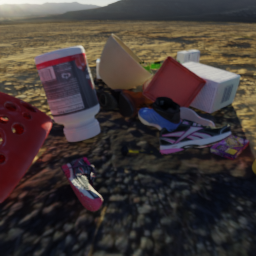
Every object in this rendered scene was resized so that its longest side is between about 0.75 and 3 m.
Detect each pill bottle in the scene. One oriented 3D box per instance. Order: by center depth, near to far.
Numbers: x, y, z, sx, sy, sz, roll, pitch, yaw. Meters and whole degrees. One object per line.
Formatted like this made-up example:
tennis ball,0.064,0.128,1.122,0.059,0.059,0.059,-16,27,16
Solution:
pill bottle,-1.893,-1.092,9.363,1.625,2.936,1.625,-13,14,3

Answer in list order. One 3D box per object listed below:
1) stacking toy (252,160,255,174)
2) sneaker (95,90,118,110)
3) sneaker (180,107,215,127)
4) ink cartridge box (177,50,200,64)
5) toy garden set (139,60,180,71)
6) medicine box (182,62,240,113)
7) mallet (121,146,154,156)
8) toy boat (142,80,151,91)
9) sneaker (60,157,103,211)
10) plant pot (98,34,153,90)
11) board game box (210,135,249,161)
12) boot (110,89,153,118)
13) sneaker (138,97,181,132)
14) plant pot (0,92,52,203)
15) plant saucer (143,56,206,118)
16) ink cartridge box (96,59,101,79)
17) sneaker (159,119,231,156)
stacking toy,5.037,1.091,7.159,2.879,1.216,2.606,1,26,2
sneaker,-1.047,-1.343,12.576,0.873,0.731,1.924,1,24,-48
sneaker,2.659,-0.384,10.716,1.498,0.529,0.743,29,26,21
ink cartridge box,3.916,-4.432,18.299,1.527,1.110,0.668,-17,31,-31
toy garden set,0.990,-3.227,14.166,2.674,0.534,2.229,-11,13,-6
medicine box,3.207,-1.918,12.543,2.627,1.352,2.393,26,31,33
mallet,0.291,0.750,9.026,1.064,0.219,0.350,1,23,-8
toy boat,1.212,-2.051,14.187,1.170,0.763,0.765,-18,1,-31
sneaker,-1.087,1.284,6.968,0.739,0.798,1.979,-30,32,-14
plant pot,-0.397,-2.998,14.135,2.838,1.906,2.838,41,17,-16
board game box,3.381,0.612,9.280,0.799,0.215,1.332,26,36,34
boot,0.753,-1.115,12.386,2.573,0.881,2.423,-2,18,-20
sneaker,1.146,-0.646,10.449,0.913,1.323,2.378,-16,30,-22
plant pot,-3.418,0.211,6.653,2.270,2.493,2.493,35,19,-19
plant saucer,1.840,-1.628,11.294,1.856,1.853,0.341,34,17,-2
ink cartridge box,-0.653,-3.489,16.382,2.335,0.988,1.688,-1,20,-4
sneaker,1.942,0.141,8.375,2.226,0.961,0.894,-14,-11,6
